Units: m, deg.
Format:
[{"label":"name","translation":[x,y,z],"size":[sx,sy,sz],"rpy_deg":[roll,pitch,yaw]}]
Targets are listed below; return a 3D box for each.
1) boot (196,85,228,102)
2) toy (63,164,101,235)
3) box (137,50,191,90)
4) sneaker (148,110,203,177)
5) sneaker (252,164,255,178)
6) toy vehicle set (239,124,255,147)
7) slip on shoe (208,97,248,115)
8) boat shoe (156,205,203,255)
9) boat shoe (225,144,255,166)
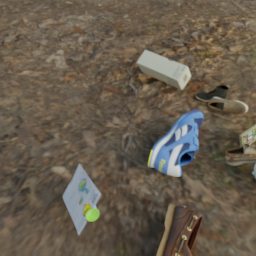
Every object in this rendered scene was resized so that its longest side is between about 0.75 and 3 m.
[{"label":"boot","translation":[3.135,-1.338,10.448],"size":[1.120,0.775,0.434],"rpy_deg":[5,55,9]},{"label":"toy","translation":[-1.029,1.649,6.626],"size":[0.408,0.994,1.726],"rpy_deg":[27,3,-25]},{"label":"box","translation":[1.424,-2.350,11.300],"size":[2.081,0.855,0.711],"rpy_deg":[31,85,28]},{"label":"sneaker","translation":[1.672,0.467,8.366],"size":[1.068,0.960,2.597],"rpy_deg":[28,56,27]},{"label":"sneaker","translation":[3.619,1.047,7.409],"size":[0.490,1.282,0.516],"rpy_deg":[-28,52,-18]},{"label":"toy vehicle set","translation":[3.810,0.266,8.771],"size":[0.769,0.478,0.102],"rpy_deg":[-30,31,-18]},{"label":"slip on shoe","translation":[3.461,-0.748,9.804],"size":[1.333,0.507,0.404],"rpy_deg":[25,38,33]},{"label":"boat shoe","translation":[1.026,2.677,5.849],"size":[0.876,0.876,2.490],"rpy_deg":[11,42,17]},{"label":"boat shoe","translation":[3.398,0.704,7.910],"size":[1.325,0.476,0.502],"rpy_deg":[-18,24,19]}]
